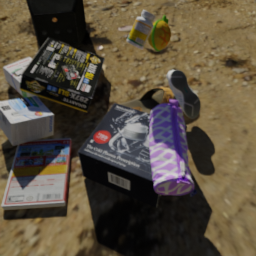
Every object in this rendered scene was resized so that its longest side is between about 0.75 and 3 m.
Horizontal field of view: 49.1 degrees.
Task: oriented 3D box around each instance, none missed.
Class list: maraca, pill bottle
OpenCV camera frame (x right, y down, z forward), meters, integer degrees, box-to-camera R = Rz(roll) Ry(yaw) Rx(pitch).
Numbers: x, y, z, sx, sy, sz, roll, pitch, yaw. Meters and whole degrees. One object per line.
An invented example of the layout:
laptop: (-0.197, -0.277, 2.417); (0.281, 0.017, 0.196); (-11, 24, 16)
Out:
maraca: (1.153, -3.318, 9.835); (0.783, 1.003, 1.463); (11, 48, 26)
pill bottle: (0.303, -2.177, 6.218); (0.427, 0.757, 0.427); (25, 18, -8)

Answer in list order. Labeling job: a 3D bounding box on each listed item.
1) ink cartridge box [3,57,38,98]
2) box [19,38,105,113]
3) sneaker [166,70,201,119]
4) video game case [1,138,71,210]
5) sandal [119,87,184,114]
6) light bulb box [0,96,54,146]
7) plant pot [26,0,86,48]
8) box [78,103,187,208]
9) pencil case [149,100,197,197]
ink cartridge box: (-3.413, -1.709, 9.636); (1.070, 0.621, 1.478); (-34, 57, -32)
box: (-2.026, -1.829, 9.207); (2.127, 0.657, 2.663); (19, 39, -11)
sneaker: (1.651, -1.022, 8.345); (0.572, 1.627, 0.652); (-30, 19, -3)
video game case: (-2.276, 1.110, 7.243); (1.465, 0.179, 2.049); (-3, 46, -2)
sandal: (0.832, -0.823, 8.707); (2.886, 0.779, 1.159); (-16, 48, -16)
light bulb box: (-2.920, -0.242, 7.950); (1.205, 0.752, 1.194); (-18, 44, -37)
plant pot: (-2.874, -4.451, 11.362); (2.311, 2.305, 2.050); (-7, 52, -7)
box: (0.152, 0.595, 7.065); (2.088, 1.087, 1.901); (19, 49, 17)
pencil case: (0.868, 0.432, 5.840); (0.831, 0.846, 1.980); (3, 55, -10)
